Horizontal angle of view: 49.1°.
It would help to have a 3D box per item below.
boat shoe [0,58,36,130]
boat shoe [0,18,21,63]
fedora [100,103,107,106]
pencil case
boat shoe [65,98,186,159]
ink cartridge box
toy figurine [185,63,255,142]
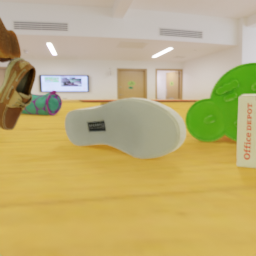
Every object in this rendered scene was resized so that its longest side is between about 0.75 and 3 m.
[{"bbox_3d":[-2.496,-0.700,6.248,0.601,1.673,0.634,22,13,25],"label":"boat shoe"},{"bbox_3d":[-3.025,-1.865,6.038,0.927,0.928,2.636,-7,4,-11],"label":"boat shoe"},{"bbox_3d":[-0.406,-0.396,8.341,1.782,0.727,1.782,0,8,0],"label":"fedora"},{"bbox_3d":[-4.244,-1.164,12.898,2.454,1.134,1.044,6,2,29],"label":"pencil case"},{"bbox_3d":[-0.046,-0.083,4.859,2.607,0.959,0.852,8,14,43],"label":"boat shoe"},{"bbox_3d":[2.239,0.022,3.859,1.334,0.982,0.965,3,8,26],"label":"ink cartridge box"},{"bbox_3d":[2.475,-0.268,6.386,2.163,1.624,1.991,-23,-14,15],"label":"toy figurine"}]
